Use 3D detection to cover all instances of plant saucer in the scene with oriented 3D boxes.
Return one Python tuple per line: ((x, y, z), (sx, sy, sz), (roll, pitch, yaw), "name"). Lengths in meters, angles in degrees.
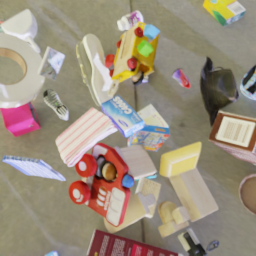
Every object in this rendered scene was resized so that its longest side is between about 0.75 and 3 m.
((1.616, 1.049, 8.499), (1.266, 1.266, 0.307), (-18, 55, -9), "plant saucer")
((4.511, 2.319, 9.616), (1.471, 0.253, 1.471), (0, 66, 0), "plant saucer")

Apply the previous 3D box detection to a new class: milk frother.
((2.119, 3.427, 8.468), (0.921, 0.831, 0.866), (-21, 57, -18), "milk frother")

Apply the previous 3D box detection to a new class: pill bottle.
((0.074, -4.737, 12.455), (1.035, 0.581, 0.581), (-30, 70, -11), "pill bottle")

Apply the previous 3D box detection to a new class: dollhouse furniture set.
((0.666, 2.257, 9.489), (2.990, 2.436, 2.844), (-7, 62, -41), "dollhouse furniture set")

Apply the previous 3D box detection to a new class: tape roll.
((-4.363, -2.041, 9.841), (2.825, 0.516, 2.825), (11, 64, -24), "tape roll")

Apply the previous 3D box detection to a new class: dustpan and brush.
((-4.455, -4.099, 12.266), (1.473, 0.604, 2.111), (-35, 64, -8), "dustpan and brush")

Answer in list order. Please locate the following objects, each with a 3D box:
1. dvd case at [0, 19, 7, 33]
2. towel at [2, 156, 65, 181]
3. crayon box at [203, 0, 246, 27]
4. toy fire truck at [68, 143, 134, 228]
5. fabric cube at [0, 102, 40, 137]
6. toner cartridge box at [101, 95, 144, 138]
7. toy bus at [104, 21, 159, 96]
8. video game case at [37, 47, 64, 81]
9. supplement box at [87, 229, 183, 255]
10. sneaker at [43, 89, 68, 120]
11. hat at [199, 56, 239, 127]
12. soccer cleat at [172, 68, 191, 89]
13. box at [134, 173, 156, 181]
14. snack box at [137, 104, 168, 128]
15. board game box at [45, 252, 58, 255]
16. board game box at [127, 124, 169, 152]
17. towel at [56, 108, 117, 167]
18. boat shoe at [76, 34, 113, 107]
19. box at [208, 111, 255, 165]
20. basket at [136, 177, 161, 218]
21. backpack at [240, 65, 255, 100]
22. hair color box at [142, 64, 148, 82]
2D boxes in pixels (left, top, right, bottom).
((-5.710, -4.528, 12.628), (0.680, 0.103, 0.932), (8, 66, 3), "dvd case")
((-2.890, 1.249, 8.521), (1.707, 1.236, 0.204), (2, 58, 32), "towel")
((4.325, -5.626, 12.892), (1.168, 0.467, 1.840), (-29, 71, -12), "crayon box")
((-0.596, 1.501, 7.685), (1.656, 1.106, 1.973), (23, 106, 29), "toy fire truck")
((-3.984, -0.389, 10.377), (0.994, 0.979, 0.998), (-21, 69, -9), "fabric cube")
((-0.174, -0.353, 7.792), (0.628, 0.285, 1.322), (-30, 51, -16), "toner cartridge box")
((0.306, -2.404, 10.104), (1.353, 2.619, 2.472), (24, 22, -30), "toy bus")
((-2.550, -2.107, 9.311), (0.104, 0.860, 0.943), (25, 95, 20), "video game case")
((0.108, 4.219, 8.442), (2.776, 0.845, 1.510), (15, 64, 6), "supplement box")
((-2.567, -0.746, 10.029), (0.490, 0.753, 1.305), (-33, 67, -15), "sneaker")
((3.264, -1.297, 9.658), (1.027, 2.546, 2.546), (-4, 64, 27), "hat")
((1.985, -1.804, 10.282), (0.442, 1.297, 0.475), (-42, 66, 14), "soccer cleat")
((0.451, 1.608, 9.921), (1.001, 0.246, 0.412), (-9, 67, -4), "box")
((0.930, -0.286, 10.714), (0.669, 0.214, 1.151), (-32, 69, -9), "snack box")
((-2.934, 4.932, 8.364), (2.170, 0.486, 1.459), (-26, 69, -11), "board game box")
((0.634, 0.324, 8.961), (1.044, 1.022, 0.292), (8, 52, -17), "board game box")
((-1.306, 0.195, 8.129), (1.648, 2.252, 0.337), (-40, 113, -7), "towel")
((-1.347, -2.159, 11.020), (1.023, 0.855, 2.861), (-12, 87, -49), "boat shoe")
((3.807, 0.468, 8.756), (1.379, 2.754, 1.032), (18, 83, 42), "box")
((0.579, 2.342, 9.326), (0.725, 0.797, 1.176), (18, 68, 3), "basket")
((5.023, -1.642, 10.946), (1.233, 0.909, 1.351), (40, 72, 15), "backpack")
((0.515, -2.323, 11.586), (0.479, 0.284, 0.876), (-6, 65, -3), "hair color box")
